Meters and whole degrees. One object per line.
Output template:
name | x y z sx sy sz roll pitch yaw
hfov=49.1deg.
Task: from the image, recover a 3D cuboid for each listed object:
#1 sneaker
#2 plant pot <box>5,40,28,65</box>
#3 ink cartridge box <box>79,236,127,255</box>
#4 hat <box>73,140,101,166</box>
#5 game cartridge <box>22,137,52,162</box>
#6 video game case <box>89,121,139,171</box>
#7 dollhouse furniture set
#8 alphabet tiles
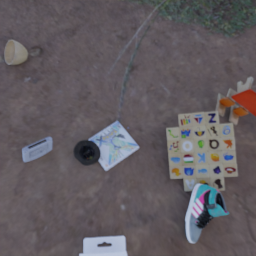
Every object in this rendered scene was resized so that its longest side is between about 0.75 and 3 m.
sneaker | 2.356 2.550 8.222 1.071 0.742 1.775 -6 60 48
plant pot | -4.535 -3.041 11.494 0.658 0.979 0.979 1 51 -47
ink cartridge box | -0.656 4.141 7.604 1.335 0.781 2.302 -3 62 -2
hat | -1.375 0.788 9.416 0.924 0.373 0.924 -2 104 -7
game cartridge | -3.018 0.738 9.326 1.030 0.687 0.208 -27 58 -34
video game case | -0.569 0.606 9.849 1.432 0.158 1.305 -33 68 -16
dollhouse furniture set | 4.547 -0.569 9.410 2.398 2.424 1.249 30 63 -20
alphabet tiles | 2.347 0.769 9.017 2.102 0.080 2.526 -5 89 11
